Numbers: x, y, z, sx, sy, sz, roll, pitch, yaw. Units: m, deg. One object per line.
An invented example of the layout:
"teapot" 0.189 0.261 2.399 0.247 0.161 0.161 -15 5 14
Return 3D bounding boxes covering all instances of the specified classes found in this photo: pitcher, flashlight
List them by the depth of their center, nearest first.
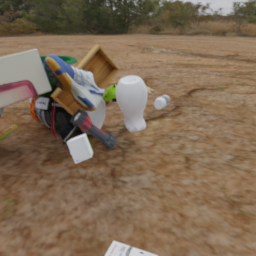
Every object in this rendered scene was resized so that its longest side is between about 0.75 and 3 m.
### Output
"flashlight" -1.115 0.048 9.392 0.578 1.702 0.576 9 66 53
"pitcher" 0.053 -0.938 9.640 1.042 1.720 1.475 -18 35 -18

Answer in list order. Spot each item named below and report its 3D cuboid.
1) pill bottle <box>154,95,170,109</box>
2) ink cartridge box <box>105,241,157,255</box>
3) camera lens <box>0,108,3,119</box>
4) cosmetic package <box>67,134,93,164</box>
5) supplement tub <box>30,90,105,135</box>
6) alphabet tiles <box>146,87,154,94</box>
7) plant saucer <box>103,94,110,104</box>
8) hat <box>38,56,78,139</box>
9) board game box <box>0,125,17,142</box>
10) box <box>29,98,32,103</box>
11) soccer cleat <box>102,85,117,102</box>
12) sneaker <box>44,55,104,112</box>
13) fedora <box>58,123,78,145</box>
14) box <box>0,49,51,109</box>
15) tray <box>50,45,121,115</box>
"pill bottle" 1.409 -1.069 11.717 0.492 0.492 0.863 10 19 22
"ink cartridge box" 0.003 2.556 5.091 0.932 0.386 0.684 10 27 20
"camera lens" -5.311 -0.206 8.830 1.951 1.951 2.439 2 39 5
"cosmetic package" -1.075 0.451 6.337 0.406 0.515 0.958 -21 5 -6
"supplement tub" -2.360 -0.692 10.958 2.636 1.615 1.615 9 25 18
"alphabet tiles" 0.399 -2.262 16.425 1.787 0.068 2.148 -10 26 -21
"plant saucer" -1.942 -1.412 14.201 1.721 0.316 1.724 22 33 40
"hat" -2.864 -1.243 9.864 2.136 2.270 2.579 6 22 15
"board game box" -4.214 0.276 9.452 1.108 0.166 0.529 -35 8 34
"box" -3.525 -1.643 12.462 1.525 0.800 1.403 -13 -18 -33
"soccer cleat" -0.283 -1.327 10.807 0.759 0.632 1.873 -36 -14 32
"sneaker" -1.568 -1.463 8.377 0.799 2.122 0.935 4 55 45
"fedora" -2.086 0.117 9.560 0.446 0.976 0.976 39 23 -9
"box" -3.517 -1.169 7.542 1.446 1.232 2.262 -1 21 46
"tray" -1.390 -1.530 9.379 2.298 1.133 0.426 -52 33 -10
